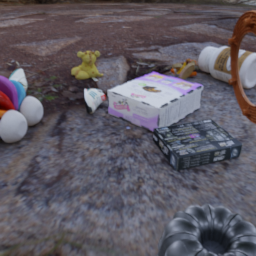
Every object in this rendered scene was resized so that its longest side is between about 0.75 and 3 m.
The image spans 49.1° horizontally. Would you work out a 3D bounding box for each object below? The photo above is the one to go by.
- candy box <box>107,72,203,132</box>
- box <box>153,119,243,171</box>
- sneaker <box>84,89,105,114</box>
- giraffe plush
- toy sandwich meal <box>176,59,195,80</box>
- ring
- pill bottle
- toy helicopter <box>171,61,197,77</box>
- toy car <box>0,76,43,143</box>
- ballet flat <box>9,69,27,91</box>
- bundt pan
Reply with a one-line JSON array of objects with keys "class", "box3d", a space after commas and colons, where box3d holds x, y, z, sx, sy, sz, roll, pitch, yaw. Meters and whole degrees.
[{"class": "candy box", "box3d": [1.051, -1.097, 10.781, 2.422, 1.033, 2.887, 24, 37, 35]}, {"class": "box", "box3d": [2.078, 0.438, 8.674, 2.161, 0.470, 1.731, -10, 31, -17]}, {"class": "sneaker", "box3d": [-1.328, -1.164, 11.294, 0.842, 0.634, 1.801, -9, 28, -5]}, {"class": "giraffe plush", "box3d": [-2.079, -3.261, 14.211, 1.682, 1.364, 1.451, 25, 38, 36]}, {"class": "toy sandwich meal", "box3d": [2.380, -2.419, 11.584, 0.959, 0.959, 0.328, -24, 61, -36]}, {"class": "ring", "box3d": [2.690, -1.285, 6.267, 0.239, 2.496, 2.496, -10, 30, 3]}, {"class": "pill bottle", "box3d": [4.893, -3.061, 13.619, 1.607, 1.607, 2.810, -20, 35, -31]}, {"class": "toy helicopter", "box3d": [2.592, -2.974, 13.986, 1.254, 0.748, 1.896, -4, 1, 30]}, {"class": "toy car", "box3d": [-4.274, -0.748, 9.329, 2.198, 1.884, 2.512, 6, 30, 12]}, {"class": "ballet flat", "box3d": [-4.926, -1.676, 12.137, 0.943, 0.943, 2.715, 4, 34, 7]}, {"class": "bundt pan", "box3d": [1.583, 2.247, 5.232, 2.118, 0.795, 2.118, -1, 30, 0]}]
